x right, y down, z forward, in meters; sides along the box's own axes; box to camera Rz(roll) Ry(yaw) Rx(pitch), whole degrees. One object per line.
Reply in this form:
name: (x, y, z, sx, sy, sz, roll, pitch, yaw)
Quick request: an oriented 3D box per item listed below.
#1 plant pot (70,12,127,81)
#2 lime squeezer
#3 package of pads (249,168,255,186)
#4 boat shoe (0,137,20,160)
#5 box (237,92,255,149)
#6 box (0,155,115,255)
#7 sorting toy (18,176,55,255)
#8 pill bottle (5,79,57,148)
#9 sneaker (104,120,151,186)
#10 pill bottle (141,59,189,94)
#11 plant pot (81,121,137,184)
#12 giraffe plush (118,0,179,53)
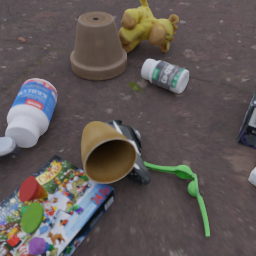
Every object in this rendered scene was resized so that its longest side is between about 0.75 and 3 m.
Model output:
plant pot: (-1.128, -3.194, 10.597, 2.238, 1.952, 2.238, 1, 45, -1)
lime squeezer: (1.397, 1.440, 6.960, 0.871, 0.465, 2.467, -26, 51, -24)
package of pads: (3.900, 1.208, 7.177, 1.340, 0.457, 1.035, -29, 52, -27)
boat shoe: (-3.791, 0.658, 7.614, 1.832, 0.607, 0.640, -11, 54, 10)
box: (4.580, -0.639, 8.320, 1.699, 1.474, 2.779, 22, 48, 21)
box: (-1.891, 2.039, 6.283, 1.916, 0.529, 2.805, 25, 50, 23)
sorting toy: (-1.786, 1.789, 5.738, 0.589, 0.585, 1.698, -40, 47, 13)
pill bottle: (-2.880, -0.450, 8.372, 1.158, 1.158, 2.063, 0, 45, 0)
sneaker: (0.015, 0.499, 7.626, 1.094, 0.803, 2.417, -29, 49, -20)
pill bottle: (1.309, -1.885, 10.023, 1.548, 0.875, 0.875, 26, 50, 24)
plant pot: (-0.609, 0.432, 6.704, 1.240, 1.240, 1.331, -16, 35, -15)
giraffe plush: (0.937, -4.001, 11.553, 1.924, 2.047, 2.372, 28, 67, 10)
